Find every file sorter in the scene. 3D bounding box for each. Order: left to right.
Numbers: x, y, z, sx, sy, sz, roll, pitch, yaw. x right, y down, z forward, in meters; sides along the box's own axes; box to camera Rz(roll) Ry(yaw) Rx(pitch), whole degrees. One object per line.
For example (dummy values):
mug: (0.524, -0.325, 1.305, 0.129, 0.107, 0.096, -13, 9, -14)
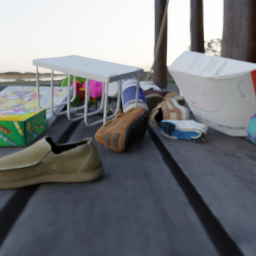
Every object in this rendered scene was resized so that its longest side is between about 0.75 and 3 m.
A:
file sorter: (-1.221, -1.121, 8.465, 2.702, 1.683, 1.875, 18, 25, 26)

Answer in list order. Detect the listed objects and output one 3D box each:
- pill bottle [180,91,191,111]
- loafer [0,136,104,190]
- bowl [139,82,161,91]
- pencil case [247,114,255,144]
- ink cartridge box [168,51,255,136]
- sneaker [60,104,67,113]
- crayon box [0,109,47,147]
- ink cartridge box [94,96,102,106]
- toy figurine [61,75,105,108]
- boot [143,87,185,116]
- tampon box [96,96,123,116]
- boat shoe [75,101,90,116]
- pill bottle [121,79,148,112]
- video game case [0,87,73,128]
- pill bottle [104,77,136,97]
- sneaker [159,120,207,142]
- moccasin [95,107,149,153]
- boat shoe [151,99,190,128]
pill bottle: (3.076, -1.920, 12.709, 1.345, 1.345, 2.356, 4, 45, 18)
loafer: (-1.372, 0.480, 4.332, 1.984, 0.669, 0.754, -3, 11, -13)
bowl: (0.759, -1.771, 14.587, 2.609, 1.224, 2.609, 0, 10, 0)
pencil case: (3.032, 0.170, 5.395, 0.867, 0.799, 1.877, -37, 11, 7)
ink cartridge box: (2.604, -0.510, 6.383, 2.983, 0.851, 2.424, 32, -11, 44)
sneaker: (-2.886, -0.929, 11.625, 0.995, 0.695, 2.000, -4, 11, -24)
crayon box: (-3.001, -0.075, 7.270, 1.300, 0.638, 2.189, 0, 11, -3)
ink cartridge box: (-0.888, -1.825, 14.702, 2.074, 0.728, 2.552, -27, -14, 18)
toy figurine: (-1.440, -1.498, 11.518, 1.970, 1.479, 1.813, 21, -12, -42)
boot: (0.908, -1.155, 11.696, 2.423, 0.877, 2.016, -8, 21, -33)
tampon box: (-0.581, -0.872, 11.199, 1.173, 0.741, 0.879, 6, 12, 27)
boat shoe: (-1.831, -0.795, 11.362, 0.588, 0.530, 1.636, -1, 11, -7)
pill bottle: (0.196, -0.974, 9.700, 0.829, 0.829, 1.433, -2, 49, -8)
video game case: (-3.637, -0.845, 9.965, 2.703, 0.340, 2.970, 1, 27, 5)
pill bottle: (-0.287, -1.626, 10.887, 0.845, 0.845, 1.458, 6, 12, 30)
sneaker: (1.403, 0.010, 7.091, 1.257, 0.471, 0.545, 12, 33, 29)
moccasin: (-0.078, -0.021, 6.802, 0.906, 0.858, 2.347, 12, 24, 17)
boat shoe: (1.114, -0.417, 8.578, 0.846, 0.892, 2.356, -3, 10, -8)
